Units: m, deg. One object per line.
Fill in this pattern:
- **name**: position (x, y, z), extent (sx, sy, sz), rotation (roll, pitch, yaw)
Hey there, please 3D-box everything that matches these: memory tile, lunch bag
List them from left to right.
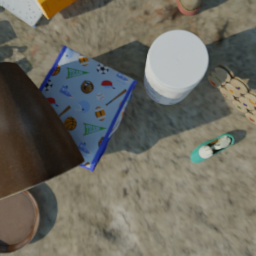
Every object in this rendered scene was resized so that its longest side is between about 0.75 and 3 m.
- **lunch bag**: position (-1.410, -0.441, 8.072), extent (2.374, 1.729, 2.792), rotation (25, 77, 2)
- **memory tile**: position (3.237, -0.902, 8.111), extent (2.198, 1.685, 0.185), rotation (45, 90, 4)

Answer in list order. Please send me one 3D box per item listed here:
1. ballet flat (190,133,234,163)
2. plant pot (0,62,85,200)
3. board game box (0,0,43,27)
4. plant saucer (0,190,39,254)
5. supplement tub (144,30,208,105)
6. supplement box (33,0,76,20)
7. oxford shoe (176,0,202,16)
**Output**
- **ballet flat**: position (2.572, 0.601, 8.554), extent (1.492, 0.525, 0.502), rotation (-30, 88, -2)
- **plant pot**: position (-2.630, -0.008, 6.365), extent (2.491, 2.491, 2.665), rotation (-21, 91, -2)
- **board game box**: position (-3.291, -4.653, 9.157), extent (2.095, 0.271, 2.095), rotation (35, 86, 3)
- **plant saucer**: position (-3.665, 2.691, 8.458), extent (2.076, 0.357, 2.076), rotation (0, 84, 1)
- **supplement tub**: position (1.229, -1.556, 7.845), extent (1.527, 2.314, 1.527), rotation (0, 85, 0)
- **supplement box**: position (-2.652, -5.050, 8.540), extent (1.756, 1.024, 2.786), rotation (-36, 87, -3)
- **oxford shoe**: position (1.743, -5.058, 8.804), extent (0.980, 1.040, 2.782), rotation (-21, 85, -2)
